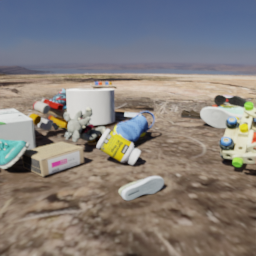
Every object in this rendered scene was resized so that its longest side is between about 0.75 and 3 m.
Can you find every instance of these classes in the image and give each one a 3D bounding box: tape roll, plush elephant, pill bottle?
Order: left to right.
[{"bbox_3d":[-1.496,-0.067,8.852,1.334,1.098,1.033,-28,-9,-7],"label":"plush elephant"},{"bbox_3d":[-1.675,-1.009,12.621,2.169,1.489,2.169,0,11,0],"label":"tape roll"},{"bbox_3d":[-0.254,0.566,7.796,1.128,0.634,0.634,30,16,0],"label":"pill bottle"}]

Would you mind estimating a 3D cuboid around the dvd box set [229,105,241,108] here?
[{"bbox_3d":[5.908,-0.996,15.151,1.215,0.179,0.889,16,20,25],"label":"dvd box set"}]

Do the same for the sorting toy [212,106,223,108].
[{"bbox_3d":[4.947,-1.059,15.463,1.255,0.304,2.228,8,16,29],"label":"sorting toy"}]

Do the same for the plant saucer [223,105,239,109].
[{"bbox_3d":[5.397,-0.886,14.348,1.099,0.171,1.099,17,-7,2],"label":"plant saucer"}]

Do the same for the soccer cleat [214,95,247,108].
[{"bbox_3d":[6.144,-1.497,16.405,0.842,0.785,2.301,5,10,-34],"label":"soccer cleat"}]

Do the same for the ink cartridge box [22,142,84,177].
[{"bbox_3d":[-2.060,0.817,7.703,1.080,0.492,1.311,11,18,44],"label":"ink cartridge box"}]

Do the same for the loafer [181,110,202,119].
[{"bbox_3d":[3.169,-0.686,13.784,1.169,0.417,0.427,6,15,21],"label":"loafer"}]

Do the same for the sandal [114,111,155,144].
[{"bbox_3d":[0.275,-0.068,9.837,0.982,0.896,2.255,-43,-3,28],"label":"sandal"}]

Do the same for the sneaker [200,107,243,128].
[{"bbox_3d":[4.270,-0.525,12.273,2.264,0.833,1.335,12,22,7],"label":"sneaker"}]

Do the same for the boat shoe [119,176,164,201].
[{"bbox_3d":[0.293,1.288,6.209,1.073,0.386,0.333,-11,16,-28],"label":"boat shoe"}]

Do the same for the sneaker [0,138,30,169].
[{"bbox_3d":[-3.457,0.577,7.427,2.035,0.810,0.788,-6,42,32],"label":"sneaker"}]

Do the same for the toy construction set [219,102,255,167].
[{"bbox_3d":[3.418,0.245,7.477,1.713,1.203,2.612,7,34,30],"label":"toy construction set"}]

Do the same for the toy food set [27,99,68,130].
[{"bbox_3d":[-3.215,-0.558,10.962,0.980,1.039,2.177,20,8,24],"label":"toy food set"}]

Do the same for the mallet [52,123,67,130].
[{"bbox_3d":[-2.602,-0.044,10.665,0.169,0.270,0.820,-37,-12,13],"label":"mallet"}]

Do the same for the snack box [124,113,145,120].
[{"bbox_3d":[0.312,-0.520,13.085,0.837,0.222,0.595,5,-13,23],"label":"snack box"}]

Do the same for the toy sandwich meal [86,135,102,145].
[{"bbox_3d":[-1.058,0.364,9.665,0.850,0.291,0.850,-10,8,1],"label":"toy sandwich meal"}]

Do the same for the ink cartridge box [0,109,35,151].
[{"bbox_3d":[-4.436,0.081,9.506,1.827,1.035,2.492,-9,16,-34],"label":"ink cartridge box"}]

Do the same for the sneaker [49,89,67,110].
[{"bbox_3d":[-3.911,-1.655,15.994,2.488,1.188,0.987,-11,18,-36],"label":"sneaker"}]

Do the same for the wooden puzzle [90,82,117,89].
[{"bbox_3d":[-1.145,-2.007,13.145,1.205,0.279,1.116,3,4,-5],"label":"wooden puzzle"}]
